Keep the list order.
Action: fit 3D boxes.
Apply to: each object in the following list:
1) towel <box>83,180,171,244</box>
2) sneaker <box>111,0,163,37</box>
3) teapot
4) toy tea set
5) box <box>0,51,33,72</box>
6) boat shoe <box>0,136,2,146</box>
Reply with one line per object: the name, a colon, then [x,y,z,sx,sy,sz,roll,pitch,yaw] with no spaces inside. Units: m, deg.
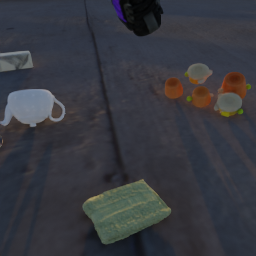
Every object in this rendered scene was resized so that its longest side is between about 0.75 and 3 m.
towel: [-0.022,1.540,5.294,1.445,0.264,1.072,-16,36,-26]
sneaker: [0.163,-1.964,4.083,0.798,1.142,2.295,-25,10,5]
teapot: [-2.743,-0.528,8.068,1.339,0.978,1.321,-9,-2,25]
toy tea set: [2.633,-1.214,9.476,2.790,1.033,1.659,22,67,27]
box: [-5.068,-2.897,12.185,1.635,0.672,0.559,-14,34,-19]
boat shoe: [-3.623,0.478,6.897,0.460,0.404,1.293,10,31,18]
